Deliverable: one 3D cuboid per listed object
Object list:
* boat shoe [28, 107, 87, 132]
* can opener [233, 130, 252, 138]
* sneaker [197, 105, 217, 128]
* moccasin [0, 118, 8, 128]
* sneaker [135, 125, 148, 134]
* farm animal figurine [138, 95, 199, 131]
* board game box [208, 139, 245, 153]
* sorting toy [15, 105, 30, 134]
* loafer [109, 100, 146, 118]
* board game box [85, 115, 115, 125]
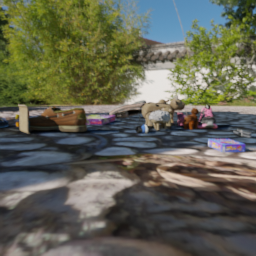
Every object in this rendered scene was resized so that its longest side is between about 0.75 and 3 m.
[{"bbox_3d":[-3.111,-0.417,11.872,2.989,1.016,1.075,1,7,14],"label":"boat shoe"},{"bbox_3d":[4.255,0.229,10.399,0.274,0.217,0.826,-16,11,-14],"label":"can opener"},{"bbox_3d":[3.785,-0.544,13.461,0.897,1.083,2.270,3,8,8],"label":"sneaker"},{"bbox_3d":[-6.229,-0.283,13.611,0.591,0.501,1.468,0,6,-1],"label":"moccasin"},{"bbox_3d":[0.517,0.035,11.530,0.468,0.323,0.841,8,12,-6],"label":"sneaker"},{"bbox_3d":[1.888,-0.800,13.503,2.931,1.545,2.964,-3,7,-22],"label":"farm animal figurine"},{"bbox_3d":[2.740,0.488,7.881,0.644,0.215,0.958,-1,6,-5],"label":"board game box"},{"bbox_3d":[-4.346,-0.383,11.572,0.204,1.136,1.525,-8,10,-36],"label":"sorting toy"},{"bbox_3d":[0.057,-1.182,19.834,2.788,0.877,1.002,-17,-22,-2],"label":"loafer"},{"bbox_3d":[-1.864,-0.477,16.117,1.615,0.435,2.692,-3,6,14],"label":"board game box"}]
